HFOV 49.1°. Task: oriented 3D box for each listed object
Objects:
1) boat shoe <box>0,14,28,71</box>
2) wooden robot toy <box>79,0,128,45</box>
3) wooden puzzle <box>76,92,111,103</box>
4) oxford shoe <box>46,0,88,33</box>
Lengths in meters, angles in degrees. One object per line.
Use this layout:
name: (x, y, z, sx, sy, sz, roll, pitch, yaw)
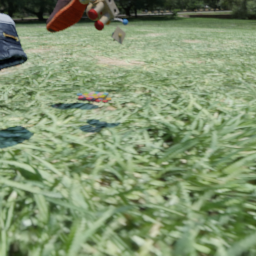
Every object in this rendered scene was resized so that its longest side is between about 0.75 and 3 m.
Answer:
boat shoe: (-3.679, -1.955, 6.459, 0.970, 1.244, 2.741, -31, -5, 42)
wooden robot toy: (-0.908, -3.177, 7.504, 0.989, 2.180, 0.961, 10, 53, 45)
wooden puzzle: (-1.414, -1.282, 11.485, 1.635, 0.115, 0.969, 8, 25, 17)
oxford shoe: (-1.895, -4.105, 9.171, 0.862, 2.376, 0.846, 58, 19, 14)
